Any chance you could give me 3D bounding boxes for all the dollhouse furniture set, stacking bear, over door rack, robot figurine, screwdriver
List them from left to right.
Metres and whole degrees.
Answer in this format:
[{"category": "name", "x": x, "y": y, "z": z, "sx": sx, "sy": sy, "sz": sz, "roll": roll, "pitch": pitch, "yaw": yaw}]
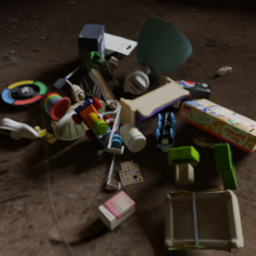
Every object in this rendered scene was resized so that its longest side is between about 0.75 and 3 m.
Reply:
[{"category": "stacking bear", "x": -3.072, "y": -0.993, "z": 11.749, "sx": 0.951, "sy": 1.015, "sz": 1.672, "roll": -28, "pitch": 39, "yaw": -19}, {"category": "screwdriver", "x": -2.808, "y": -2.408, "z": 13.042, "sx": 0.368, "sy": 0.384, "sz": 2.639, "roll": 23, "pitch": 42, "yaw": 4}, {"category": "over door rack", "x": -0.643, "y": 0.497, "z": 9.242, "sx": 0.820, "sy": 1.820, "sz": 2.463, "roll": 0, "pitch": 41, "yaw": -5}, {"category": "robot figurine", "x": 0.380, "y": -2.272, "z": 12.919, "sx": 1.595, "sy": 1.062, "sz": 1.881, "roll": -34, "pitch": 27, "yaw": 22}, {"category": "dollhouse furniture set", "x": 2.201, "y": 2.163, "z": 8.252, "sx": 1.960, "sy": 1.501, "sz": 2.991, "roll": -9, "pitch": 55, "yaw": 21}]

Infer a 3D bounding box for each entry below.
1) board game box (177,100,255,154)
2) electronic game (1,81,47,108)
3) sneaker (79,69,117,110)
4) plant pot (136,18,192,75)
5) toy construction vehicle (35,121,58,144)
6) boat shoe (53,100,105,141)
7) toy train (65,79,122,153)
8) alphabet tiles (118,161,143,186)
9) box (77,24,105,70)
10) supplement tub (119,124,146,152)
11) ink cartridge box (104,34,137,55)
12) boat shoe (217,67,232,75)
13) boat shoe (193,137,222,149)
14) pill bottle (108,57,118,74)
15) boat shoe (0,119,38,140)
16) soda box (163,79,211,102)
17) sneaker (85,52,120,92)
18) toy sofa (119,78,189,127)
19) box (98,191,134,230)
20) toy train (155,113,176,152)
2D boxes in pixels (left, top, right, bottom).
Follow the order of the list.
[{"category": "board game box", "x": 3.526, "y": -0.194, "z": 10.266, "sx": 2.799, "sy": 0.648, "sz": 2.120, "roll": 30, "pitch": 24, "yaw": 29}, {"category": "electronic game", "x": -4.702, "y": -1.577, "z": 12.733, "sx": 2.029, "sy": 0.422, "sz": 2.029, "roll": 0, "pitch": 40, "yaw": 0}, {"category": "sneaker", "x": -1.365, "y": -1.445, "z": 12.293, "sx": 2.039, "sy": 1.106, "sz": 0.715, "roll": 58, "pitch": 24, "yaw": 12}, {"category": "plant pot", "x": 1.413, "y": -3.627, "z": 13.477, "sx": 2.684, "sy": 2.684, "sz": 1.807, "roll": 32, "pitch": 85, "yaw": 32}, {"category": "toy construction vehicle", "x": -3.017, "y": 0.097, "z": 10.834, "sx": 1.055, "sy": 0.372, "sz": 0.918, "roll": 33, "pitch": 51, "yaw": 32}, {"category": "boat shoe", "x": -2.005, "y": -0.341, "z": 10.958, "sx": 0.901, "sy": 0.984, "sz": 2.634, "roll": 14, "pitch": 33, "yaw": 30}, {"category": "toy train", "x": -1.215, "y": -0.326, "z": 9.460, "sx": 1.139, "sy": 2.691, "sz": 1.557, "roll": -38, "pitch": 44, "yaw": -5}, {"category": "alphabet tiles", "x": 0.046, "y": 1.500, "z": 9.356, "sx": 0.693, "sy": 0.031, "sz": 0.829, "roll": -11, "pitch": 53, "yaw": -11}, {"category": "box", "x": -1.883, "y": -4.231, "z": 14.744, "sx": 1.064, "sy": 1.812, "sz": 1.782, "roll": 5, "pitch": 42, "yaw": 5}, {"category": "supplement tub", "x": 0.136, "y": 0.349, "z": 10.265, "sx": 0.704, "sy": 0.704, "sz": 0.971, "roll": -19, "pitch": 44, "yaw": -21}, {"category": "ink cartridge box", "x": -0.791, "y": -4.745, "z": 16.451, "sx": 2.227, "sy": 0.558, "sz": 1.806, "roll": 21, "pitch": 44, "yaw": 9}, {"category": "boat shoe", "x": 4.897, "y": -2.940, "z": 14.391, "sx": 0.953, "sy": 0.342, "sz": 0.284, "roll": -17, "pitch": 38, "yaw": -24}, {"category": "boat shoe", "x": 2.952, "y": 0.513, "z": 10.393, "sx": 1.017, "sy": 0.320, "sz": 0.371, "roll": 17, "pitch": 44, "yaw": 19}, {"category": "pill bottle", "x": -0.812, "y": -3.044, "z": 13.802, "sx": 0.449, "sy": 0.788, "sz": 0.449, "roll": 25, "pitch": 16, "yaw": -7}, {"category": "boat shoe", "x": -4.237, "y": 0.149, "z": 10.637, "sx": 1.772, "sy": 0.638, "sz": 0.607, "roll": 20, "pitch": 60, "yaw": 17}, {"category": "soda box", "x": 2.616, "y": -1.620, "z": 12.539, "sx": 2.058, "sy": 0.728, "sz": 0.652, "roll": 11, "pitch": 41, "yaw": 12}, {"category": "sneaker", "x": -1.265, "y": -2.619, "z": 13.269, "sx": 0.993, "sy": 1.084, "sz": 2.545, "roll": -24, "pitch": 58, "yaw": -30}, {"category": "toy sofa", "x": 1.074, "y": -0.858, "z": 11.336, "sx": 2.783, "sy": 1.152, "sz": 1.358, "roll": -28, "pitch": 52, "yaw": -30}, {"category": "box", "x": -0.330, "y": 2.376, "z": 8.099, "sx": 0.913, "sy": 0.497, "sz": 0.584, "roll": -30, "pitch": 49, "yaw": -30}, {"category": "toy train", "x": 1.416, "y": 0.158, "z": 10.315, "sx": 0.721, "sy": 0.950, "sz": 1.663, "roll": -4, "pitch": 39, "yaw": 14}]
